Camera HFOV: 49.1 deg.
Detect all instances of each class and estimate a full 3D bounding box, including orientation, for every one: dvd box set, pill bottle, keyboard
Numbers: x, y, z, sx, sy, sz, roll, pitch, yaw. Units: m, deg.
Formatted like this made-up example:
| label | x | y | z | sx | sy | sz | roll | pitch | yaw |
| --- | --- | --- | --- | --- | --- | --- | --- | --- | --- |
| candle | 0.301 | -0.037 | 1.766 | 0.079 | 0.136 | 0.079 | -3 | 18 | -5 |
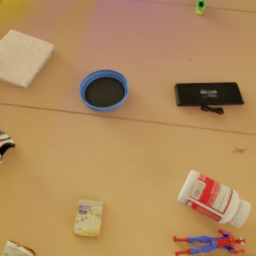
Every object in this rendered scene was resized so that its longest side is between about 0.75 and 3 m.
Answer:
| label | x | y | z | sx | sy | sz | roll | pitch | yaw |
| --- | --- | --- | --- | --- | --- | --- | --- | --- | --- |
| dvd box set | -1.282 | 2.954 | 9.141 | 0.835 | 0.168 | 1.141 | 4 | 62 | 2 |
| pill bottle | 2.726 | 2.297 | 8.937 | 2.028 | 1.138 | 1.138 | 26 | 65 | 13 |
| keyboard | 3.256 | -1.162 | 11.278 | 2.654 | 0.340 | 1.594 | -2 | 55 | 0 |

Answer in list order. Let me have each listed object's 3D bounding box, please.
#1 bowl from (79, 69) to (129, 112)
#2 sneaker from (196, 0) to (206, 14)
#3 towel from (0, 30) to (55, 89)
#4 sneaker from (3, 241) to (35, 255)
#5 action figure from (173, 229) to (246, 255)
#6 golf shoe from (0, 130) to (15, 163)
| label | x | y | z | sx | sy | sz | roll | pitch | yaw |
| --- | --- | --- | --- | --- | --- | --- | --- | --- | --- |
| bowl | -0.960 | -1.504 | 11.353 | 2.017 | 0.396 | 2.017 | -1 | 59 | 2 |
| sneaker | 3.653 | -6.108 | 13.837 | 0.411 | 0.463 | 1.109 | 16 | 62 | 9 |
| towel | -4.827 | -3.023 | 12.220 | 2.431 | 0.410 | 2.546 | 21 | 64 | 10 |
| sneaker | -3.337 | 3.864 | 8.576 | 1.033 | 0.391 | 0.475 | 16 | 70 | 17 |
| action figure | 2.558 | 3.455 | 8.403 | 2.202 | 1.090 | 0.719 | -3 | 62 | -4 |
| golf shoe | -4.989 | 1.026 | 9.831 | 0.980 | 0.773 | 2.129 | 34 | 67 | 17 |
